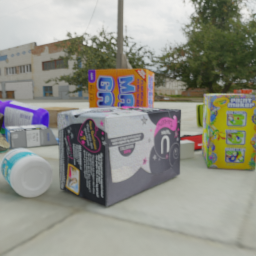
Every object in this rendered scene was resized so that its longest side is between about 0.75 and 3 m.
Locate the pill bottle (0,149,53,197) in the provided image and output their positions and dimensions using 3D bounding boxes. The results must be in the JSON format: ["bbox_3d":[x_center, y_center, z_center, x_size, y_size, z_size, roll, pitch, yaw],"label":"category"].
[{"bbox_3d":[-2.028,0.814,5.445,0.735,0.735,1.327,-5,9,-35],"label":"pill bottle"}]

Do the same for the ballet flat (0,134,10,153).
[{"bbox_3d":[-4.956,0.108,8.905,2.594,0.977,0.880,10,16,18],"label":"ballet flat"}]

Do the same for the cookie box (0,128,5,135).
[{"bbox_3d":[-5.343,-0.137,12.951,1.812,0.681,1.550,-3,9,-17],"label":"cookie box"}]

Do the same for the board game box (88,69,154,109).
[{"bbox_3d":[-0.254,-1.539,14.984,2.927,2.927,2.929,2,7,12],"label":"board game box"}]

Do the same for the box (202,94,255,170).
[{"bbox_3d":[2.633,0.001,7.505,1.143,1.805,1.874,1,8,11],"label":"box"}]

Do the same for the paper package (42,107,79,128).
[{"bbox_3d":[-3.923,-0.622,15.559,1.927,0.997,1.836,4,8,32],"label":"paper package"}]

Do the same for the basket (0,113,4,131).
[{"bbox_3d":[-5.822,-0.260,10.557,1.875,1.691,1.275,18,3,-14],"label":"basket"}]

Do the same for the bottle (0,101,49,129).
[{"bbox_3d":[-4.797,-0.493,11.635,2.919,1.219,0.953,14,24,7],"label":"bottle"}]

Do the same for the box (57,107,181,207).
[{"bbox_3d":[-0.053,0.371,5.647,1.342,1.546,2.340,6,10,40],"label":"box"}]

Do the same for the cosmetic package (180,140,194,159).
[{"bbox_3d":[1.437,0.629,7.933,0.865,0.466,0.367,-6,9,-29],"label":"cosmetic package"}]

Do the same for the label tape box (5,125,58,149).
[{"bbox_3d":[-3.278,0.266,10.094,1.976,0.626,1.425,-5,9,-29],"label":"label tape box"}]

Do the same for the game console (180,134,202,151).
[{"bbox_3d":[2.124,0.597,9.394,1.110,0.659,0.956,-7,40,-30],"label":"game console"}]

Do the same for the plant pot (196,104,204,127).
[{"bbox_3d":[4.380,-0.675,14.703,1.402,1.409,1.279,-5,1,-33],"label":"plant pot"}]

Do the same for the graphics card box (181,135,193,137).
[{"bbox_3d":[2.497,0.399,10.661,0.858,0.218,0.538,4,8,22],"label":"graphics card box"}]
